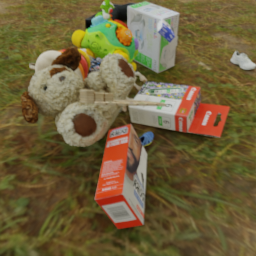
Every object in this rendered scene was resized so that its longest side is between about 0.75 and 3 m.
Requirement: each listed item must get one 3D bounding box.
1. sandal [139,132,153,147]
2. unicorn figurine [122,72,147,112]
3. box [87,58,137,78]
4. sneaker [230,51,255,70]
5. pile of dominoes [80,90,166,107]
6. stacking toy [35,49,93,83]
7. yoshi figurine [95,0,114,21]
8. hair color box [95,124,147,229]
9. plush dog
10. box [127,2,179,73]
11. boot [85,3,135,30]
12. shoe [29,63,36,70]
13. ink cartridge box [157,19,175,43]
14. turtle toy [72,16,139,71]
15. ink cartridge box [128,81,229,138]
[{"bbox_3d":[0.471,0.371,8.436,0.345,0.378,0.868,35,51,21],"label":"sandal"},{"bbox_3d":[-0.137,-1.648,10.139,1.464,0.787,2.131,26,47,2],"label":"unicorn figurine"},{"bbox_3d":[-0.912,-2.656,11.899,1.997,0.496,1.982,-18,43,-17],"label":"box"},{"bbox_3d":[5.023,-2.927,12.211,0.457,0.534,1.227,-25,48,-27],"label":"sneaker"},{"bbox_3d":[-0.110,-0.645,5.974,1.756,0.280,1.368,-2,9,-26],"label":"pile of dominoes"},{"bbox_3d":[-2.048,-2.343,10.569,1.876,1.876,2.567,14,38,15],"label":"stacking toy"},{"bbox_3d":[-0.887,-4.050,9.681,0.583,1.041,0.585,10,7,30],"label":"yoshi figurine"},{"bbox_3d":[-0.076,1.091,6.705,0.694,1.203,2.170,-16,37,18],"label":"hair color box"},{"bbox_3d":[-1.512,-0.813,7.778,2.500,2.335,2.911,30,62,1],"label":"plush dog"},{"bbox_3d":[1.022,-3.865,11.937,1.117,2.310,2.038,-28,49,-28],"label":"box"},{"bbox_3d":[-0.760,-6.139,15.626,2.373,0.945,2.879,8,37,23],"label":"boot"},{"bbox_3d":[-3.872,-2.605,12.054,0.885,0.236,0.310,13,42,15],"label":"shoe"},{"bbox_3d":[1.314,-3.405,9.762,0.572,0.269,1.216,35,29,-16],"label":"ink cartridge box"},{"bbox_3d":[-0.437,-2.701,9.176,1.957,1.357,2.685,31,7,15],"label":"turtle toy"},{"bbox_3d":[1.658,-0.678,9.082,2.910,0.733,1.585,11,46,25],"label":"ink cartridge box"}]
